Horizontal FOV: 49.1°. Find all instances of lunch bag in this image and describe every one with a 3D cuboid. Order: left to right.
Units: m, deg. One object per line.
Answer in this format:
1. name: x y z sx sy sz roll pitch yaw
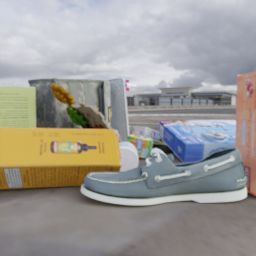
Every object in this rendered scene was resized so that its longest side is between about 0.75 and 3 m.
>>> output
1. lunch bag: -1.347 -0.339 8.064 1.514 2.112 2.575 5 10 38

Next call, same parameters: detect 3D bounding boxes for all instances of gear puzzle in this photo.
1. gear puzzle: -0.894 -0.040 6.453 1.295 2.500 0.327 5 51 51

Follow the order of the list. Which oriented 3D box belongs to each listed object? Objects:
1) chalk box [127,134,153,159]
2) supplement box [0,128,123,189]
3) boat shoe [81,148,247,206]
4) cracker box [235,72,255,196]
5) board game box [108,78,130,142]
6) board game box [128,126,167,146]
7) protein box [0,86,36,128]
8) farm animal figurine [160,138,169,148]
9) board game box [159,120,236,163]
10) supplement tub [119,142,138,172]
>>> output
1. chalk box: 0.386 0.512 7.425 0.824 0.511 0.514 11 6 7
2. supplement box: -1.316 0.498 4.581 2.337 0.778 0.804 0 -40 -13
3. boat shoe: 0.535 0.667 4.202 2.465 0.762 0.898 0 4 -2
4. cracker box: 3.241 0.065 4.569 2.848 1.907 0.821 -1 5 -8
5. board game box: -0.619 -0.488 9.468 0.289 2.233 2.232 -11 10 -35
6. board game box: 0.246 0.241 9.957 2.036 0.348 1.369 4 -11 43
7. protein box: -3.135 -0.030 6.376 1.795 1.809 1.220 -3 5 -31
8. farm animal figurine: 1.521 0.428 9.261 0.928 0.484 0.918 -20 34 -36
9. board game box: 2.406 0.302 7.867 2.563 0.559 2.576 0 14 -8
10. supplement tub: -0.081 0.629 5.857 0.589 0.589 0.893 0 4 0
